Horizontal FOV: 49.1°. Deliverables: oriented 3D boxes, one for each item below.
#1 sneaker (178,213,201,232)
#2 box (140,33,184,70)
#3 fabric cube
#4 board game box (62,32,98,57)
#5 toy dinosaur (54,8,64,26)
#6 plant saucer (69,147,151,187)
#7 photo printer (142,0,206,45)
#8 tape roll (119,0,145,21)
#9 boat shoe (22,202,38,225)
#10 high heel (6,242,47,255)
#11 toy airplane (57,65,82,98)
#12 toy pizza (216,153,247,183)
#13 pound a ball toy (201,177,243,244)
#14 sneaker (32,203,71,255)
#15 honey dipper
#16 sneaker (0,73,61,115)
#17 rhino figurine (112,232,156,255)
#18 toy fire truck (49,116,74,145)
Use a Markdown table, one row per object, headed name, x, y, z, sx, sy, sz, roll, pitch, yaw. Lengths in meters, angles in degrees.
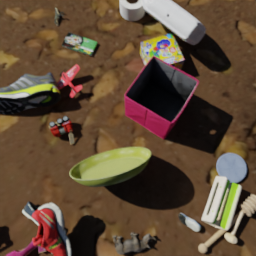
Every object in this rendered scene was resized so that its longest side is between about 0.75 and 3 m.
| name | x | y | z | sx | sy | sz | roll | pitch | yaw |
| --- | --- | --- | --- | --- | --- | --- | --- | --- | --- |
| sneaker | 2.001 | 3.079 | 9.175 | 0.802 | 0.291 | 0.288 | 34 | 113 | 21 |
| box | 1.276 | -2.741 | 10.774 | 1.305 | 0.796 | 1.256 | -19 | 74 | -6 |
| fabric cube | 1.071 | -0.963 | 9.661 | 1.819 | 1.813 | 1.785 | 32 | 74 | 10 |
| board game box | -1.958 | -3.378 | 11.328 | 1.295 | 0.152 | 0.678 | 22 | 71 | 7 |
| toy dinosaur | -2.899 | -4.725 | 11.738 | 0.416 | 0.224 | 0.944 | -8 | 69 | 4 |
| plant saucer | -0.515 | 1.229 | 8.768 | 2.594 | 2.594 | 0.403 | -14 | 101 | -5 |
| photo printer | 1.701 | -4.233 | 10.682 | 2.453 | 2.040 | 0.852 | 42 | 113 | 13 |
| tape roll | 0.179 | -5.081 | 11.567 | 1.074 | 0.738 | 1.074 | 0 | 72 | 0 |
| boat shoe | -2.799 | 2.879 | 9.096 | 1.344 | 0.503 | 0.416 | 28 | 90 | 17 |
| high heel | -3.222 | 3.709 | 8.814 | 1.299 | 0.438 | 0.623 | -11 | 82 | -9 |
| toy airplane | -2.199 | -1.707 | 10.577 | 1.393 | 0.256 | 1.393 | -9 | 71 | 25 |
| toy pizza | 3.586 | 1.401 | 9.748 | 1.038 | 0.165 | 1.038 | 0 | 72 | 1 |
| pound a ball toy | 3.112 | 2.647 | 9.136 | 1.167 | 0.761 | 1.790 | 29 | 73 | -16 |
| sneaker | -2.355 | 3.344 | 8.369 | 0.940 | 0.853 | 2.214 | -20 | 104 | -36 |
| honey dipper | 3.270 | 3.139 | 9.029 | 2.558 | 0.486 | 0.486 | -38 | 76 | -10 |
| sneaker | -3.953 | -1.306 | 10.311 | 2.916 | 1.077 | 1.180 | -8 | 56 | -5 |
| rhino figurine | 0.209 | 3.650 | 8.884 | 1.356 | 0.406 | 0.593 | -7 | 82 | -5 |
| toy fire truck | -2.299 | 0.164 | 9.987 | 0.776 | 0.567 | 0.881 | -24 | 63 | -12 |
